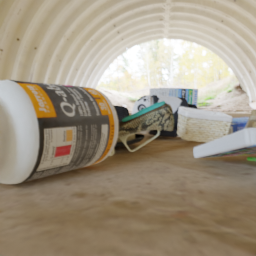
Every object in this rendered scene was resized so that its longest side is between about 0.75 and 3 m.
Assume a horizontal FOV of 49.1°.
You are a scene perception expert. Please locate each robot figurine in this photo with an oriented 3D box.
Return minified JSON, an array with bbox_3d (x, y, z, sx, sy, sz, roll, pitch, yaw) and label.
[{"bbox_3d":[1.467,-0.498,11.296,2.645,1.650,1.987,5,2,-3],"label":"robot figurine"}]

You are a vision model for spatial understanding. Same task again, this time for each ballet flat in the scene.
[{"bbox_3d":[-0.157,0.151,6.979,2.740,1.032,0.929,-15,10,0],"label":"ballet flat"}]

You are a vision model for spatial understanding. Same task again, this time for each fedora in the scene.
[{"bbox_3d":[-0.835,-0.086,8.488,2.630,1.201,2.630,-4,4,0],"label":"fedora"}]

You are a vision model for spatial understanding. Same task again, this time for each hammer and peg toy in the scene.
[{"bbox_3d":[3.986,0.093,7.135,1.948,0.687,1.433,1,-31,11],"label":"hammer and peg toy"}]

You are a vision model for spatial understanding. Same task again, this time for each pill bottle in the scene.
[{"bbox_3d":[-1.656,0.043,5.038,1.714,1.714,2.946,3,5,35],"label":"pill bottle"}]

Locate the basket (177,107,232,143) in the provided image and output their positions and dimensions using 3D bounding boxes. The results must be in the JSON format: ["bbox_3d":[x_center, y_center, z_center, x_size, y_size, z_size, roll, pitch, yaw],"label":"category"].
[{"bbox_3d":[2.538,-0.084,9.622,1.618,0.998,1.097,7,11,-5],"label":"basket"}]

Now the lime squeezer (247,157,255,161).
[{"bbox_3d":[3.270,0.742,5.763,1.788,0.337,0.631,1,-24,43],"label":"lime squeezer"}]

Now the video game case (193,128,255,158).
[{"bbox_3d":[2.845,0.305,5.479,2.446,0.308,2.685,-3,-10,-4],"label":"video game case"}]

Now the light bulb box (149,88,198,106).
[{"bbox_3d":[2.317,-0.976,14.535,2.212,2.192,1.380,-2,9,-16],"label":"light bulb box"}]

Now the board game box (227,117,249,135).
[{"bbox_3d":[4.449,-0.042,11.859,2.865,0.621,2.851,-5,4,-8],"label":"board game box"}]
